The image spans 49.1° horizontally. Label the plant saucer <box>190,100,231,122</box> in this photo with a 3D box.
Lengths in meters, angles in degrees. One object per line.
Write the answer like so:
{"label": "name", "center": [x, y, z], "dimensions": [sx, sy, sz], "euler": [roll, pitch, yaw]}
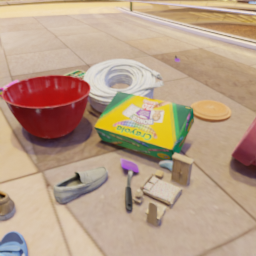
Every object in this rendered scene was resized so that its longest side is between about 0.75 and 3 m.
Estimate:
{"label": "plant saucer", "center": [3.403, -0.749, 11.575], "dimensions": [1.657, 0.267, 1.657], "euler": [0, 32, 0]}

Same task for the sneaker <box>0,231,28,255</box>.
{"label": "sneaker", "center": [-2.414, 2.693, 5.539], "dimensions": [0.649, 0.721, 1.754], "euler": [-8, 31, -9]}

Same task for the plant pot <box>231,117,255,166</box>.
{"label": "plant pot", "center": [4.457, 0.427, 8.087], "dimensions": [1.986, 2.219, 2.219], "euler": [33, 42, 19]}

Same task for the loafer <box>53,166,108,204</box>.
{"label": "loafer", "center": [-1.258, 1.453, 7.673], "dimensions": [1.683, 0.587, 0.589], "euler": [-26, 40, -36]}

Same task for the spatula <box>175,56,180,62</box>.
{"label": "spatula", "center": [3.041, -4.362, 17.601], "dimensions": [0.288, 0.105, 1.020], "euler": [1, 32, 1]}

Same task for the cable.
{"label": "cable", "center": [-0.356, -1.807, 11.961], "dimensions": [2.997, 1.038, 2.997], "euler": [-29, 52, -21]}

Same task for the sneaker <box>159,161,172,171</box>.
{"label": "sneaker", "center": [1.301, 1.180, 8.425], "dimensions": [0.808, 0.299, 0.331], "euler": [-3, 61, 27]}

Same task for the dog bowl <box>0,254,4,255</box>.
{"label": "dog bowl", "center": [-3.104, 2.700, 5.051], "dimensions": [2.543, 0.630, 1.417], "euler": [13, 74, 22]}

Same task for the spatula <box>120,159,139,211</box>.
{"label": "spatula", "center": [0.035, 1.532, 7.884], "dimensions": [0.578, 0.210, 2.047], "euler": [19, 33, -12]}

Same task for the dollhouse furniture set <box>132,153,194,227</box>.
{"label": "dollhouse furniture set", "center": [0.857, 1.489, 7.376], "dimensions": [0.991, 0.846, 1.911], "euler": [19, 37, 28]}

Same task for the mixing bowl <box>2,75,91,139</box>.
{"label": "mixing bowl", "center": [-2.787, -0.670, 10.114], "dimensions": [2.985, 1.617, 2.985], "euler": [0, 30, 0]}

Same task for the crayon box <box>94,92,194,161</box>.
{"label": "crayon box", "center": [0.528, -0.107, 9.313], "dimensions": [2.863, 0.834, 1.700], "euler": [15, 59, 27]}

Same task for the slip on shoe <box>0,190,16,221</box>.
{"label": "slip on shoe", "center": [-3.764, 1.746, 7.183], "dimensions": [1.976, 0.599, 0.751], "euler": [16, 35, 24]}

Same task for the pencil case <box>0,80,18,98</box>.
{"label": "pencil case", "center": [-5.487, -1.831, 13.090], "dimensions": [0.543, 0.543, 1.229], "euler": [11, 32, 18]}

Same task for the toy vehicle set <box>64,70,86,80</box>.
{"label": "toy vehicle set", "center": [-2.852, -2.453, 14.339], "dimensions": [1.255, 0.268, 2.019], "euler": [21, 37, 31]}
